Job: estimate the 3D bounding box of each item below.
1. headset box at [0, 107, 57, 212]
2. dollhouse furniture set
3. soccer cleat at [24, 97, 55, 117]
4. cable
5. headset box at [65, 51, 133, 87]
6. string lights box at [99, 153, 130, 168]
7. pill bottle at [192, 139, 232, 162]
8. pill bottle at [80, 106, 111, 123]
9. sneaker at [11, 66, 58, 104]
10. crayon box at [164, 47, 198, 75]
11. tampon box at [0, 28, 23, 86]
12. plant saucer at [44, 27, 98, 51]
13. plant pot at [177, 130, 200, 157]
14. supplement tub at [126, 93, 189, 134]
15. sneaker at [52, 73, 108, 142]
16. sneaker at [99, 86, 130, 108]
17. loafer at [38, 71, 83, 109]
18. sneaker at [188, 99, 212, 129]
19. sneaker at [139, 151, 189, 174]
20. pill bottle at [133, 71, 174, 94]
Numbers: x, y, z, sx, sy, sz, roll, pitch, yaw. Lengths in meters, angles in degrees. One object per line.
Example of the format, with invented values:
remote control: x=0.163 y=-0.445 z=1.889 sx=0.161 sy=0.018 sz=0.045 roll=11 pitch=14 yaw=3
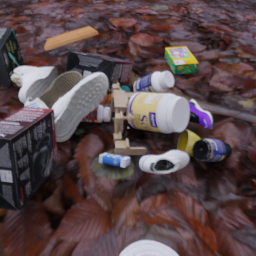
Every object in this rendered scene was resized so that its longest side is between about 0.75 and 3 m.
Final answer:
headset box: x=-2.805 y=0.639 z=7.609 sx=1.003 sy=1.934 sz=2.598 roll=5 pitch=22 yaw=7
dollhouse furniture set: x=0.070 y=-0.425 z=10.039 sx=1.222 sy=1.431 sz=2.760 roll=0 pitch=42 yaw=-6
soccer cleat: x=-3.014 y=-0.717 z=9.588 sx=1.225 sy=0.529 sz=0.428 roll=17 pitch=2 yaw=16
cable: x=0.444 y=3.409 z=6.182 sx=1.788 sy=0.619 sz=1.787 roll=32 pitch=50 yaw=32
headset box: x=-1.114 y=-2.563 z=12.120 sx=2.032 sy=1.055 sz=2.731 roll=17 pitch=18 yaw=16
string lights box: x=-0.435 y=1.038 z=9.008 sx=0.895 sy=0.264 sz=0.460 roll=8 pitch=7 yaw=19
pill bottle: x=2.702 y=0.718 z=8.911 sx=1.253 sy=0.701 sz=0.701 roll=5 pitch=33 yaw=-35
pill bottle: x=-1.314 y=-0.546 z=10.777 sx=1.225 sy=0.671 sz=0.671 roll=4 pitch=41 yaw=6
sneaker: x=-4.361 y=-1.844 z=12.098 sx=1.716 sy=1.094 sz=2.969 roll=4 pitch=31 yaw=8
crayon box: x=2.665 y=-3.461 z=14.268 sx=1.156 sy=0.567 sz=1.946 roll=-6 pitch=41 yaw=-7
tampon box: x=-6.186 y=-3.340 z=13.131 sx=1.549 sy=1.838 sz=2.453 roll=-2 pitch=41 yaw=-3
plant saucer: x=-2.630 y=-4.093 z=12.713 sx=2.529 sy=0.473 sz=2.529 roll=-15 pitch=21 yaw=6
plant pot: x=2.126 y=0.588 z=9.386 sx=0.656 sy=0.924 sz=0.924 roll=15 pitch=40 yaw=-9
supplement tub: x=1.018 y=-0.525 z=9.664 sx=1.859 sy=1.352 sz=1.352 roll=9 pitch=37 yaw=40
sneaker: x=-1.968 y=-0.924 z=10.082 sx=2.971 sy=1.135 sz=1.196 roll=-46 pitch=42 yaw=-1
sneaker: x=-0.959 y=-1.409 z=11.547 sx=2.449 sy=0.978 sz=0.874 roll=-23 pitch=45 yaw=-26
loafer: x=-2.672 y=-1.391 z=10.903 sx=2.151 sy=0.734 sz=0.814 roll=-38 pitch=86 yaw=-5
sneaker: x=2.327 y=-0.392 z=10.036 sx=0.831 sy=0.581 sz=1.671 roll=-15 pitch=35 yaw=-12
sneaker: x=1.214 y=1.093 z=8.300 sx=1.829 sy=0.668 sz=0.648 roll=-6 pitch=14 yaw=-33
pill bottle: x=1.053 y=-1.754 z=11.446 sx=1.599 sy=0.888 sz=0.888 roll=-16 pitch=22 yaw=46
